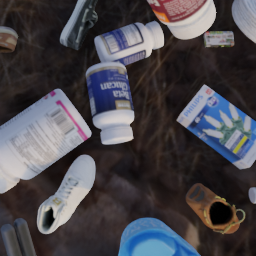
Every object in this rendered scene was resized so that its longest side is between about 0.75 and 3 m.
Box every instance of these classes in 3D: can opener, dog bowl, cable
[{"bbox_3d":[-2.581,3.284,6.810,0.612,0.767,2.293,-19,103,-38],"label":"can opener"},{"bbox_3d":[0.850,3.161,6.803,1.432,0.637,2.569,-45,108,8],"label":"dog bowl"},{"bbox_3d":[4.078,-3.358,8.376,2.122,0.735,2.122,22,58,-13],"label":"cable"}]

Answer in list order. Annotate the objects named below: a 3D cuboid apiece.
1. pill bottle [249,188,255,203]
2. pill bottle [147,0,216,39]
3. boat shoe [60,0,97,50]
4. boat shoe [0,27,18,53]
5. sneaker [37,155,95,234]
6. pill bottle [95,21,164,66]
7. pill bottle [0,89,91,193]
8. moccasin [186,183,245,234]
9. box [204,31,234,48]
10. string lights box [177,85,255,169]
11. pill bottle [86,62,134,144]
[{"bbox_3d":[3.844,1.828,7.705,0.869,0.503,0.503,-4,77,-1],"label":"pill bottle"},{"bbox_3d":[1.166,-3.659,7.052,1.595,2.793,1.595,-15,59,27],"label":"pill bottle"},{"bbox_3d":[-1.345,-3.450,8.840,0.681,0.757,2.140,25,86,6],"label":"boat shoe"},{"bbox_3d":[-4.471,-2.616,8.615,2.040,0.772,0.732,-5,79,1],"label":"boat shoe"},{"bbox_3d":[-1.532,1.689,7.054,0.762,1.196,2.069,26,94,7],"label":"sneaker"},{"bbox_3d":[0.054,-2.504,8.407,1.903,1.057,1.057,-22,78,-7],"label":"pill bottle"},{"bbox_3d":[-2.537,0.353,7.479,2.803,1.589,1.589,-36,79,-8],"label":"pill bottle"},{"bbox_3d":[2.283,2.125,6.923,0.830,2.268,0.875,-46,39,-8],"label":"moccasin"},{"bbox_3d":[2.904,-2.844,8.960,0.896,0.156,0.493,-2,77,-1],"label":"box"},{"bbox_3d":[2.708,-0.024,8.029,2.326,0.686,1.195,38,80,8],"label":"string lights box"},{"bbox_3d":[-0.468,-0.658,7.913,1.178,1.178,2.120,-10,79,-2],"label":"pill bottle"}]
